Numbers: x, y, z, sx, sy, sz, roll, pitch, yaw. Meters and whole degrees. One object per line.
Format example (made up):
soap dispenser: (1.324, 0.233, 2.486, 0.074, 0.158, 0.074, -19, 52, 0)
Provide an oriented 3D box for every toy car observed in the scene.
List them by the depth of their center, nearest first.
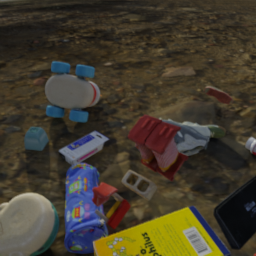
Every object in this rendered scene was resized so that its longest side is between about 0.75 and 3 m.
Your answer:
toy car: (-2.442, -1.731, 13.923, 2.436, 2.539, 2.754, 11, 7, 15)

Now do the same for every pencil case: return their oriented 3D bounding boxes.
pencil case: (-1.287, 2.284, 8.388, 1.238, 1.112, 2.849, -36, 33, 12)

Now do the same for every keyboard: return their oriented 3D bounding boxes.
keyboard: (1.587, 1.143, 3.502, 1.297, 0.134, 0.824, -16, 68, -42)

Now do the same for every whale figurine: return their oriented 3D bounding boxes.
whale figurine: (-3.067, 2.971, 7.616, 2.558, 1.327, 2.035, -34, 50, -7)

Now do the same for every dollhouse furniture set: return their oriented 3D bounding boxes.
dollhouse furniture set: (0.225, 1.031, 5.977, 0.949, 1.256, 2.334, 25, 68, 34)

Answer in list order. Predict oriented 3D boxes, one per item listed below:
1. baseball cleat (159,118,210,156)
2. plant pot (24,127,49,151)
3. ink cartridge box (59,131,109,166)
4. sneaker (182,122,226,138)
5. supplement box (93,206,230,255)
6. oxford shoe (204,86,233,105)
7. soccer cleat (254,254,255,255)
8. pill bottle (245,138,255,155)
baseball cleat: (1.942, 0.374, 11.478, 2.665, 0.929, 1.418, 4, 57, 35)
plant pot: (-3.835, 0.396, 11.580, 0.753, 0.767, 0.751, 5, 35, 8)
ink cartridge box: (-1.757, 0.790, 11.376, 0.910, 0.356, 1.922, 28, 45, 35)
sneaker: (3.156, 0.287, 11.946, 1.862, 0.624, 0.836, 10, 43, 15)
supplement box: (0.726, 3.271, 6.659, 2.762, 1.503, 1.513, -13, 36, -19)
oxford shoe: (3.551, -1.323, 10.909, 1.174, 0.416, 0.433, 32, 35, 6)
soccer cleat: (2.160, 2.509, 4.368, 0.586, 0.656, 1.692, -15, -8, 27)
pill bottle: (5.264, 0.852, 11.014, 0.643, 0.643, 1.146, -23, 40, -30)
